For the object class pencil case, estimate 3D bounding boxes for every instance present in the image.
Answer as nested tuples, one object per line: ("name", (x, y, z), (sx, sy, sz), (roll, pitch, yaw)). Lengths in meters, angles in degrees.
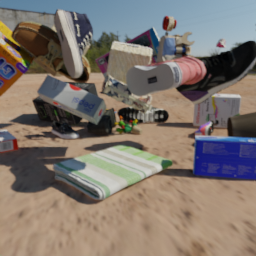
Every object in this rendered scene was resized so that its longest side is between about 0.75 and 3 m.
("pencil case", (-0.037, -0.977, 8.327), (1.576, 0.613, 0.705), (24, 22, -14))

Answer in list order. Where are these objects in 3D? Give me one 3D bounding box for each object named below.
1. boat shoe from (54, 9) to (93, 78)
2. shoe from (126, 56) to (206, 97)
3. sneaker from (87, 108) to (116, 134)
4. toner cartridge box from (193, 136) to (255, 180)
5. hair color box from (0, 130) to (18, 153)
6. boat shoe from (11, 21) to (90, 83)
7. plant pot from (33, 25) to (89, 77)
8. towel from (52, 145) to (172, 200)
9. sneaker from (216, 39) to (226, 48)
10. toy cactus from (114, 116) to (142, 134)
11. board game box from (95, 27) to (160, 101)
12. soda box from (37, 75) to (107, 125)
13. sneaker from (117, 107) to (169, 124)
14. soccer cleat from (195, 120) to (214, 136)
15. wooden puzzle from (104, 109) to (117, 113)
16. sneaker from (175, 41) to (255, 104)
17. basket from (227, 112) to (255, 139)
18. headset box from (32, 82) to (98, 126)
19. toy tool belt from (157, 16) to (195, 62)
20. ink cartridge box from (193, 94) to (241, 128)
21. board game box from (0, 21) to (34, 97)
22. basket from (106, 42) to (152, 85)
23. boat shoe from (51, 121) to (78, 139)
("boat shoe", (-1.461, -2.577, 8.458), (1.043, 2.250, 0.840), (-10, -14, -29))
("shoe", (0.895, -1.325, 7.309), (1.049, 0.824, 2.306), (-15, 11, -27))
("sneaker", (-1.178, -0.316, 12.658), (1.132, 0.947, 2.494), (-7, 10, 10))
("toner cartridge box", (3.023, 0.833, 7.899), (2.277, 1.081, 0.491), (3, 14, 10))
("hair color box", (-4.711, 0.495, 10.341), (0.822, 0.474, 1.483), (-11, 20, -35))
("boat shoe", (-2.288, -2.340, 8.995), (2.795, 1.057, 1.032), (25, 26, -40))
("plant pot", (-2.998, -3.182, 11.977), (1.707, 1.705, 1.511), (38, 39, -5))
("towel", (-0.387, 1.188, 8.091), (2.174, 0.447, 2.914), (17, 20, 41))
("sneaker", (3.579, -3.278, 10.797), (0.309, 0.335, 0.759), (6, 12, 26))
("toy cactus", (0.104, -0.060, 12.275), (1.171, 0.726, 1.419), (20, 14, 29))
("board game box", (0.327, -2.880, 12.887), (2.978, 2.197, 0.957), (-26, 8, 15))
("soda box", (-1.712, -0.865, 8.573), (2.019, 0.689, 0.640), (25, -15, 13))
("sneaker", (0.682, -0.671, 14.103), (2.544, 0.846, 1.151), (1, 12, -9))
("soccer cleat", (3.318, 0.025, 12.026), (0.599, 0.558, 1.636), (-1, 14, 26))
("wooden puzzle", (-1.055, -1.020, 16.651), (1.059, 0.124, 0.714), (11, 19, 35))
("sneaker", (2.812, -1.907, 9.258), (1.269, 2.897, 1.097), (26, 42, -31))
("basket", (4.736, 0.085, 10.254), (1.950, 1.326, 1.758), (-5, 52, 9))
("headset box", (-3.057, -1.340, 14.391), (2.628, 1.219, 2.288), (7, 37, 28))
("toy tool belt", (1.914, -3.077, 10.843), (1.382, 2.248, 1.404), (2, 21, -10))
("ink cartridge box", (4.139, -0.815, 13.241), (2.043, 1.479, 0.858), (4, 16, 14))
("board game box", (-4.177, -2.144, 8.821), (1.623, 1.622, 1.624), (-38, 28, 14))
("basket", (0.018, -1.917, 8.971), (1.368, 1.380, 1.110), (10, 24, -3))
("boat shoe", (-2.690, 0.044, 11.817), (0.597, 0.565, 1.707), (-13, 20, -39))
